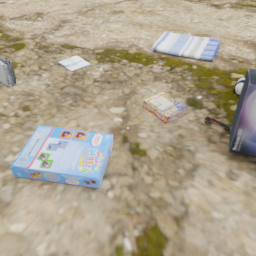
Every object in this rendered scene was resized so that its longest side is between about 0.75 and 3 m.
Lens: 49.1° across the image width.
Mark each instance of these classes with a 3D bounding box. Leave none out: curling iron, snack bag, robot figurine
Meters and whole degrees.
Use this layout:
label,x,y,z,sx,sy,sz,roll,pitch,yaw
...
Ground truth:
label,x,y,z,sx,sy,sz,roll,pitch,yaw
curling iron,2.842,-0.105,8.757,0.984,0.126,0.244,24,87,18
snack bag,-2.309,-2.789,12.078,1.006,0.114,1.067,-27,47,-30
robot figurine,4.200,-1.511,10.226,0.488,0.588,0.782,30,45,9

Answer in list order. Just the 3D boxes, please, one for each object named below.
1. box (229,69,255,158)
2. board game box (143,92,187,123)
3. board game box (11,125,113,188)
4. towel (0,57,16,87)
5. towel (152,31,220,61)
label,x,y,z,sx,sy,sz,roll,pitch,yaw
box,3.797,-0.235,7.114,1.987,2.003,1.235,13,33,16
board game box,1.225,-0.709,9.385,0.908,0.277,1.198,-24,45,-27
board game box,-1.665,0.705,7.535,2.251,0.412,1.703,6,40,8
towel,-4.681,-2.162,10.592,0.846,1.021,0.437,30,46,30
towel,2.781,-3.934,13.310,2.903,0.346,2.132,16,42,18
